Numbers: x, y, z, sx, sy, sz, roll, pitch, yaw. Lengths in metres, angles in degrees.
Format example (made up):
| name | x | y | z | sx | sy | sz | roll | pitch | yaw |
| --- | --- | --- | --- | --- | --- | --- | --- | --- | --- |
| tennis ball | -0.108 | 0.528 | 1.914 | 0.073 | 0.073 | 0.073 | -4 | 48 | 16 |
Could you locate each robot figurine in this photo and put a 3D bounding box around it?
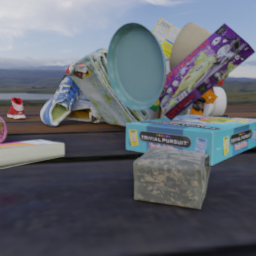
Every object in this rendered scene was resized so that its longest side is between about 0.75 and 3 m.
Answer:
| name | x | y | z | sx | sy | sz | roll | pitch | yaw |
| --- | --- | --- | --- | --- | --- | --- | --- | --- | --- |
| robot figurine | 1.772 | -1.217 | 9.745 | 2.430 | 1.761 | 0.707 | 32 | 1 | -7 |

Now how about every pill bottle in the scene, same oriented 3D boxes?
| name | x | y | z | sx | sy | sz | roll | pitch | yaw |
| --- | --- | --- | --- | --- | --- | --- | --- | --- | --- |
| pill bottle | 2.234 | -0.996 | 11.128 | 2.961 | 1.643 | 1.643 | -1 | 7 | -9 |

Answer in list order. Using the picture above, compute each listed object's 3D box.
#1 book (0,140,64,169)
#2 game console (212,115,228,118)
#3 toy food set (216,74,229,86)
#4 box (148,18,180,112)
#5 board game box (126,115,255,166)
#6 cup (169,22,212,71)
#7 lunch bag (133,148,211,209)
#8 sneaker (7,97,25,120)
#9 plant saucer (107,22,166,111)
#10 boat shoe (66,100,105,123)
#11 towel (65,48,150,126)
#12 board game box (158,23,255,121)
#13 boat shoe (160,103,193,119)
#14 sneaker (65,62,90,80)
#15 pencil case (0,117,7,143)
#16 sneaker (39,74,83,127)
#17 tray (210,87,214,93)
| name | x | y | z | sx | sy | sz | roll | pitch | yaw |
| --- | --- | --- | --- | --- | --- | --- | --- | --- | --- |
| book | -2.147 | 0.429 | 5.207 | 1.576 | 0.379 | 1.053 | -6 | 7 | -44 |
| game console | 3.108 | -0.254 | 10.139 | 0.772 | 0.679 | 0.449 | -4 | 37 | -27 |
| toy food set | 3.450 | -2.402 | 11.562 | 1.475 | 1.460 | 0.359 | 7 | 38 | 47 |
| box | 0.925 | -1.846 | 8.556 | 1.442 | 2.458 | 0.595 | 32 | 11 | -1 |
| board game box | 1.568 | 0.136 | 6.336 | 2.002 | 0.622 | 2.653 | 7 | 10 | 41 |
| cup | 1.735 | -1.771 | 6.762 | 0.938 | 1.311 | 1.311 | 27 | 20 | 28 |
| lunch bag | 0.574 | 0.542 | 3.459 | 0.787 | 0.564 | 0.960 | 3 | 13 | 22 |
| sneaker | -5.255 | -0.947 | 13.198 | 0.679 | 1.002 | 1.734 | -6 | 10 | -40 |
| plant saucer | 0.164 | -1.203 | 5.611 | 0.235 | 1.712 | 1.712 | -18 | 17 | -38 |
| boat shoe | -1.235 | -0.537 | 10.854 | 2.570 | 0.911 | 0.897 | 8 | 36 | 7 |
| towel | -0.749 | -1.125 | 8.777 | 0.703 | 2.500 | 2.920 | -40 | 20 | -17 |
| board game box | 1.442 | -1.165 | 5.796 | 0.326 | 2.018 | 1.211 | 38 | 25 | -25 |
| boat shoe | 1.812 | -1.184 | 9.050 | 0.786 | 2.543 | 0.926 | 16 | 5 | -30 |
| sneaker | -1.080 | -1.240 | 6.127 | 0.329 | 0.312 | 0.802 | 45 | 26 | 6 |
| pencil case | -3.780 | -0.018 | 6.861 | 1.944 | 0.841 | 0.805 | 6 | 34 | 42 |
| sneaker | -2.141 | -1.127 | 10.209 | 1.016 | 2.682 | 1.033 | 33 | 1 | -32 |
| tray | 2.723 | -2.008 | 9.668 | 0.275 | 1.330 | 2.478 | -8 | -12 | 18 |
